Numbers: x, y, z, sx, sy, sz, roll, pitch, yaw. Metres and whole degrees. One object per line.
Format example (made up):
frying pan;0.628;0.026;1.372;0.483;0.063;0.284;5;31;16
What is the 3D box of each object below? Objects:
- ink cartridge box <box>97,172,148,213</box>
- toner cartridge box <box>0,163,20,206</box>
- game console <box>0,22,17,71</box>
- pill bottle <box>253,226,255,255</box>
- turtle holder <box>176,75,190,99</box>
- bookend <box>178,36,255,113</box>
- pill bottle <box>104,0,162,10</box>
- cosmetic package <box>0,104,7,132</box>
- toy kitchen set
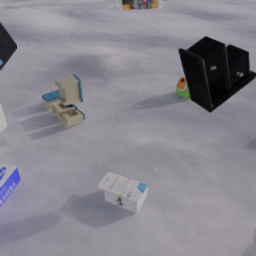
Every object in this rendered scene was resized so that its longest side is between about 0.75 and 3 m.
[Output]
ink cartridge box;-0.136;1.470;6.504;1.040;0.353;0.598;16;38;22
toner cartridge box;-3.435;1.659;6.115;1.058;0.481;2.228;7;35;10
game console;-3.432;-1.440;6.373;0.323;1.843;2.083;32;81;5
pill bottle;3.365;2.120;4.950;1.936;1.053;1.053;-2;35;-3
turtle holder;2.378;-1.614;10.583;1.099;0.780;0.835;0;34;0
bookend;1.554;-1.073;4.708;1.161;1.154;0.535;-36;46;-9
pill bottle;0.182;-4.273;8.818;1.800;1.047;1.047;0;35;7
cosmetic package;-4.527;0.023;7.873;0.937;1.189;2.210;8;34;11
toy kitchen set;-1.996;-1.226;9.260;1.207;1.642;2.049;-23;41;-29
